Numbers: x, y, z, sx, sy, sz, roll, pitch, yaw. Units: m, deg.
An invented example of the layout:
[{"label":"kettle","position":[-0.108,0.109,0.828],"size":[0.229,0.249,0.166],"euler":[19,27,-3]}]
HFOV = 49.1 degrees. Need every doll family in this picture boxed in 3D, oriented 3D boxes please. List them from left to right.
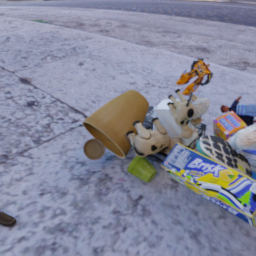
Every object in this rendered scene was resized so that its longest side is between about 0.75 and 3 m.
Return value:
[{"label":"doll family","position":[4.206,-0.107,10.658],"size":[1.420,2.458,0.964],"euler":[6,23,21]}]

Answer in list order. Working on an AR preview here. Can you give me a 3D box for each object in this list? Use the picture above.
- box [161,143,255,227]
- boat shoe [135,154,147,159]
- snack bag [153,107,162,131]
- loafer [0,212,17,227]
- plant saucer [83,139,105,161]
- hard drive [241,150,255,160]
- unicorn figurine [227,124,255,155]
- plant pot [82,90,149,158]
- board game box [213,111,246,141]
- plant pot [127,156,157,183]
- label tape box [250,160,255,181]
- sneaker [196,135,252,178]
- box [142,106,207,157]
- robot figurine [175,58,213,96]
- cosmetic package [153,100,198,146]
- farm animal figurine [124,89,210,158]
[{"label":"box","position":[2.407,1.528,7.953],"size":[2.860,1.002,0.920],"euler":[28,75,39]},{"label":"boat shoe","position":[0.410,1.000,10.910],"size":[0.292,0.297,0.837],"euler":[-45,54,10]},{"label":"snack bag","position":[1.246,-0.152,10.553],"size":[0.120,1.053,1.117],"euler":[-9,-21,39]},{"label":"loafer","position":[-3.817,2.729,8.486],"size":[0.915,0.327,0.334],"euler":[10,34,15]},{"label":"plant saucer","position":[-1.210,0.770,9.918],"size":[0.796,0.117,0.796],"euler":[7,69,-17]},{"label":"hard drive","position":[4.594,0.913,9.199],"size":[1.207,0.232,1.829],"euler":[2,0,7]},{"label":"unicorn figurine","position":[3.828,0.420,9.023],"size":[1.919,2.794,1.032],"euler":[-27,64,11]},{"label":"plant pot","position":[-0.268,-0.350,10.756],"size":[2.073,2.073,2.225],"euler":[28,71,35]},{"label":"board game box","position":[3.599,0.070,9.973],"size":[0.805,0.805,0.805],"euler":[-25,47,-3]},{"label":"plant pot","position":[0.547,1.485,9.907],"size":[0.818,0.850,0.850],"euler":[36,46,24]},{"label":"label tape box","position":[4.962,1.542,10.075],"size":[1.424,0.471,1.020],"euler":[-27,39,-36]},{"label":"sneaker","position":[3.010,1.178,9.068],"size":[1.075,2.700,1.046],"euler":[-31,40,32]},{"label":"box","position":[1.553,0.152,12.132],"size":[2.914,0.634,2.334],"euler":[22,39,30]},{"label":"robot figurine","position":[2.917,-2.223,12.336],"size":[0.497,1.708,1.238],"euler":[-12,66,-43]},{"label":"cosmetic package","position":[1.712,-0.206,10.112],"size":[0.659,1.623,0.916],"euler":[-39,25,-22]},{"label":"farm animal figurine","position":[1.605,0.073,9.436],"size":[2.910,2.350,1.463],"euler":[-37,65,13]}]
